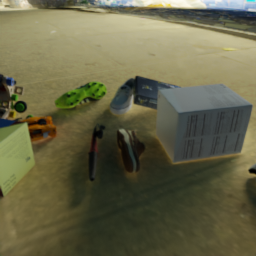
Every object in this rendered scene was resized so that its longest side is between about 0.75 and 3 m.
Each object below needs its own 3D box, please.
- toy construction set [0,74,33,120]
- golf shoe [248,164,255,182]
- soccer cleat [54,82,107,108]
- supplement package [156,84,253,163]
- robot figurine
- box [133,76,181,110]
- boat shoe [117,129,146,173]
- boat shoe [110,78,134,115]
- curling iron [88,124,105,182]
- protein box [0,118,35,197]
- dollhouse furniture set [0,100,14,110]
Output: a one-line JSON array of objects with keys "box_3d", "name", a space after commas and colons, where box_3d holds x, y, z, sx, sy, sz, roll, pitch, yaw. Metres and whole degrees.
[{"box_3d": [-5.689, -1.132, 12.152, 2.759, 2.301, 2.120, -16, 15, -5], "name": "toy construction set"}, {"box_3d": [4.348, 1.641, 8.495, 0.827, 0.666, 1.701, -21, 27, -1], "name": "golf shoe"}, {"box_3d": [-2.256, -1.604, 13.570, 1.161, 0.967, 2.865, -4, 16, 43], "name": "soccer cleat"}, {"box_3d": [2.580, -0.238, 10.139, 2.629, 1.981, 1.995, -7, 31, -11], "name": "supplement package"}, {"box_3d": [-3.952, 0.118, 10.893, 2.148, 0.625, 1.557, -12, 33, -21], "name": "robot figurine"}, {"box_3d": [1.430, -1.522, 13.006, 2.408, 0.614, 1.899, 12, 35, -8], "name": "box"}, {"box_3d": [0.201, 0.679, 9.709, 0.878, 0.876, 2.373, -3, 30, -11], "name": "boat shoe"}, {"box_3d": [-0.245, -1.623, 13.532, 1.028, 0.933, 2.795, 6, 31, 10], "name": "boat shoe"}, {"box_3d": [-1.174, 0.776, 9.739, 0.368, 0.714, 2.880, 21, 32, -12], "name": "curling iron"}, {"box_3d": [-3.929, 0.852, 8.603, 1.126, 1.669, 1.657, 9, 32, 15], "name": "protein box"}, {"box_3d": [-6.077, -1.438, 13.377, 1.010, 0.774, 1.541, -12, 33, -20], "name": "dollhouse furniture set"}]
